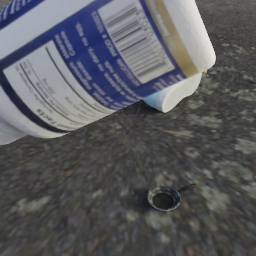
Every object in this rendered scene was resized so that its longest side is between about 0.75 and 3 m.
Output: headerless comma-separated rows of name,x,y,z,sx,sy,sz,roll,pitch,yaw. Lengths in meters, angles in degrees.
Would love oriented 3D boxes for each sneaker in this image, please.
sneaker,1.397,-1.458,8.859,1.080,0.974,2.636,28,42,28

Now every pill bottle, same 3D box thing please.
pill bottle,-0.620,-0.795,3.101,2.744,1.524,1.524,-23,28,20

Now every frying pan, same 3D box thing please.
frying pan,0.809,1.274,5.483,0.622,0.167,1.028,27,40,33

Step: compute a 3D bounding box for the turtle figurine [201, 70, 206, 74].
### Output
turtle figurine,2.665,-2.416,10.885,1.002,0.323,0.808,22,39,29
